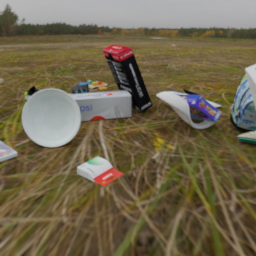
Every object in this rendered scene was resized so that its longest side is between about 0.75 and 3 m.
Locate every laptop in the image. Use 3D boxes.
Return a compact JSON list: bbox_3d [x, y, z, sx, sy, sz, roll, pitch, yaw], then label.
[{"bbox_3d":[3.537,-1.436,13.381,1.390,0.806,1.301,-11,24,-23],"label":"laptop"}]

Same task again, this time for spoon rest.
[{"bbox_3d":[2.135,-0.596,10.382,2.628,0.797,1.306,22,11,-25],"label":"spoon rest"}]

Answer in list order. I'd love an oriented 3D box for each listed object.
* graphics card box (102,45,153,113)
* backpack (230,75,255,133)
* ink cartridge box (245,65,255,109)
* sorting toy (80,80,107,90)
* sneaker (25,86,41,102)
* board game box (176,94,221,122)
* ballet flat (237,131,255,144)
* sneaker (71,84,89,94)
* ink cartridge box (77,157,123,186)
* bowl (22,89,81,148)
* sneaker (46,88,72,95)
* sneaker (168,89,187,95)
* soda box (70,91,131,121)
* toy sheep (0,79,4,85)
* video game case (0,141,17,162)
[{"bbox_3d":[-0.026,-2.223,12.562,0.739,2.904,1.822,-31,30,-14],"label":"graphics card box"},{"bbox_3d":[4.658,-0.854,9.520,2.130,2.611,2.007,10,43,17],"label":"backpack"},{"bbox_3d":[3.028,-0.267,4.518,1.445,1.438,1.969,-22,31,17],"label":"ink cartridge box"},{"bbox_3d":[-2.089,-2.726,17.339,2.201,0.300,1.239,19,28,39],"label":"sorting toy"},{"bbox_3d":[-4.696,-1.825,14.478,0.629,0.726,1.753,6,22,14],"label":"sneaker"},{"bbox_3d":[2.549,-0.810,10.965,1.232,0.410,1.833,32,-5,-24],"label":"board game box"},{"bbox_3d":[4.425,0.331,9.274,1.487,0.464,0.502,13,-14,24],"label":"ballet flat"},{"bbox_3d":[-2.413,-1.655,14.042,0.774,0.866,2.115,-5,1,-14],"label":"sneaker"},{"bbox_3d":[-0.760,1.159,7.622,1.004,0.251,0.808,14,26,36],"label":"ink cartridge box"},{"bbox_3d":[-2.533,-0.327,9.568,1.927,1.927,0.866,-1,1,-3],"label":"bowl"},{"bbox_3d":[-3.344,-1.437,13.143,1.927,0.727,1.096,-11,41,-23],"label":"sneaker"},{"bbox_3d":[2.550,-1.310,13.266,1.674,0.674,1.226,20,10,8],"label":"sneaker"},{"bbox_3d":[-1.335,-0.917,11.835,2.882,0.984,0.914,-5,22,-12],"label":"soda box"},{"bbox_3d":[-6.317,-1.400,11.803,1.874,1.874,2.718,-16,-17,-35],"label":"toy sheep"},{"bbox_3d":[-4.295,0.826,8.562,1.215,0.153,1.333,20,29,40],"label":"video game case"}]
